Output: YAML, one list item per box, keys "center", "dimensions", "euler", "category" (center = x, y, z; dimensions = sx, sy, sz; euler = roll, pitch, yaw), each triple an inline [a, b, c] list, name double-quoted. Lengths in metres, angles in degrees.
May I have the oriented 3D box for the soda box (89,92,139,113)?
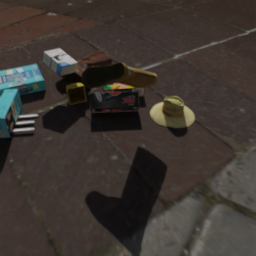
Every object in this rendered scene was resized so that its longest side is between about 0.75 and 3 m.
- center: [-0.544, -1.030, 11.127]
  dimensions: [1.936, 0.613, 0.685]
  euler: [-2, 81, -4]
  category: "soda box"

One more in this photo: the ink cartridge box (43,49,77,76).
- center: [-2.848, -2.758, 11.712]
  dimensions: [1.183, 0.495, 0.858]
  euler: [40, 43, 20]
  category: "ink cartridge box"

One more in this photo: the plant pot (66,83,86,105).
- center: [-2.249, -1.523, 11.861]
  dimensions: [0.740, 0.736, 0.757]
  euler: [-14, 34, -16]
  category: "plant pot"

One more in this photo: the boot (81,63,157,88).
- center: [-0.253, -1.640, 9.571]
  dimensions: [1.841, 0.695, 2.102]
  euler: [-1, 1, 31]
  category: "boot"

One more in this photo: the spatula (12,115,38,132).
- center: [-4.444, -0.104, 10.653]
  dimensions: [1.865, 0.150, 1.297]
  euler: [-4, 35, -6]
  category: "spatula"

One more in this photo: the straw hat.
- center: [1.771, -0.816, 10.980]
  dimensions: [1.792, 0.759, 1.792]
  euler: [0, 41, 0]
  category: "straw hat"

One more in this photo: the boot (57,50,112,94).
- center: [-1.595, -2.776, 13.269]
  dimensions: [2.800, 0.899, 2.610]
  euler: [-27, 51, -35]
  category: "boot"

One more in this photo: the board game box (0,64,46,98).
- center: [-5.024, -2.089, 12.632]
  dimensions: [2.200, 0.516, 1.661]
  euler: [-17, 43, -18]
  category: "board game box"

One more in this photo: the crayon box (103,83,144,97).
- center: [-0.257, -1.959, 12.483]
  dimensions: [1.764, 0.514, 1.522]
  euler: [-4, 41, -5]
  category: "crayon box"

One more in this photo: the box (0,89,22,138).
- center: [-4.516, -0.586, 10.468]
  dimensions: [0.515, 0.863, 2.096]
  euler: [-3, 36, -5]
  category: "box"
